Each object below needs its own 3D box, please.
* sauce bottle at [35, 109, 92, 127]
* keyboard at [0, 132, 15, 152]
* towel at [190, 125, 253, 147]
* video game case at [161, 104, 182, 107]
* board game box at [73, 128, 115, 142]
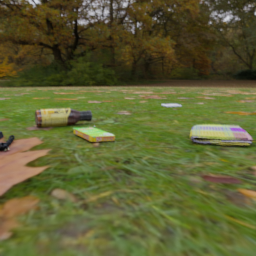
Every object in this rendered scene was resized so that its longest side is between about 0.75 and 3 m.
[{"bbox_3d":[-2.321,-0.390,10.159,1.990,0.657,0.657,-5,12,-26],"label":"sauce bottle"},{"bbox_3d":[-3.649,0.371,7.127,1.473,0.239,2.318,-2,11,-9],"label":"keyboard"},{"bbox_3d":[2.604,0.178,8.143,1.563,0.248,2.176,2,10,13],"label":"towel"},{"bbox_3d":[2.597,-1.343,16.800,0.958,0.110,0.873,-3,11,-14],"label":"video game case"},{"bbox_3d":[-1.049,0.174,8.180,0.707,0.222,1.480,-1,12,-31],"label":"board game box"}]
